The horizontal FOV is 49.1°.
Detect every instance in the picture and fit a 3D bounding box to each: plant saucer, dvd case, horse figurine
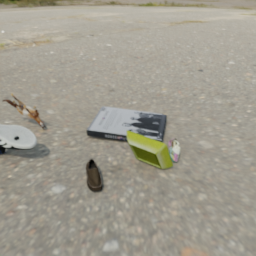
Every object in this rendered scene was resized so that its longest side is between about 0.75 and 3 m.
[{"bbox_3d":[0.549,0.683,7.769,1.248,1.249,0.299,19,64,29],"label":"plant saucer"},{"bbox_3d":[0.027,-0.116,9.860,2.513,0.311,1.889,7,30,9],"label":"dvd case"},{"bbox_3d":[-3.555,-0.627,9.692,1.560,1.034,0.389,25,67,15],"label":"horse figurine"}]

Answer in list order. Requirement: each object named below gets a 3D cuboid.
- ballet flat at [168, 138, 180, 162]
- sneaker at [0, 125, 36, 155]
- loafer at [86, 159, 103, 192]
[{"bbox_3d":[1.411,0.617,8.464,0.333,0.343,0.964,32,27,-17],"label":"ballet flat"},{"bbox_3d":[-3.518,0.431,8.341,1.833,1.025,0.670,15,50,7],"label":"sneaker"},{"bbox_3d":[-0.939,1.236,7.402,0.387,0.379,1.061,-10,40,-17],"label":"loafer"}]
